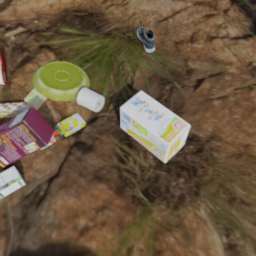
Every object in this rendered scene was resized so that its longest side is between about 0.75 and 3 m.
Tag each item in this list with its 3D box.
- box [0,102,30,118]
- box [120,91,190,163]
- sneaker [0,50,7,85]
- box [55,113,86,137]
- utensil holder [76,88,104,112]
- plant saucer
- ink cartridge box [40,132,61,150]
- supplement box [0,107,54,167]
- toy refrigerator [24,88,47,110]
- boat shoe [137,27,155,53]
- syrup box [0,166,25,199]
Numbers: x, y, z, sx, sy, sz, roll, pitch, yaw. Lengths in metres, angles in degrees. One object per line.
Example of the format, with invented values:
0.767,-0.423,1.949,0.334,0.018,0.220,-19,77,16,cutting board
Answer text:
-5.402,-0.718,11.940,2.319,0.480,0.449,-4,55,-4,box
0.979,-0.049,10.898,2.475,1.392,1.254,38,63,23,box
-6.564,-2.906,13.218,1.333,0.904,2.308,-13,55,-11,sneaker
-2.404,-0.085,11.618,1.137,0.275,0.667,-30,61,-23,box
-1.601,-1.191,12.038,0.938,0.797,0.797,27,59,19,utensil holder
-3.019,-2.263,12.752,2.545,0.395,2.545,8,50,-9,plant saucer
-3.112,0.500,10.677,1.096,0.597,0.276,-26,79,18,ink cartridge box
-3.925,0.350,9.942,2.197,1.212,0.941,-24,31,20,supplement box
-3.911,-1.544,12.482,0.556,0.512,1.465,22,58,14,toy refrigerator
0.968,-4.874,14.576,0.682,0.875,1.927,-14,56,-9,boat shoe
-4.540,2.082,9.900,1.528,0.602,0.622,-31,61,-20,syrup box
